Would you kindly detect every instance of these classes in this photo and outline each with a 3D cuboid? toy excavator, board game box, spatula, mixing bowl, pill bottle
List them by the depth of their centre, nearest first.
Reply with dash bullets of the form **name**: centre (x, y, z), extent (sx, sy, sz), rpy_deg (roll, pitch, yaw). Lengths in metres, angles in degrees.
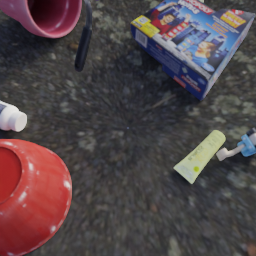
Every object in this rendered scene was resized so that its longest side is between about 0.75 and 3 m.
- **mixing bowl**: centre (-2.649, 1.249, 5.934), extent (2.656, 1.439, 2.656), rpy_deg (-1, 61, 1)
- **spatula**: centre (-0.893, -2.374, 6.129), extent (0.738, 2.610, 0.268), rpy_deg (35, 42, 21)
- **toy excavator**: centre (2.817, 0.501, 6.887), extent (1.012, 1.041, 0.520), rpy_deg (11, 46, -47)
- **pill bottle**: centre (-3.270, -0.326, 7.234), extent (1.189, 0.660, 0.660), rpy_deg (19, 63, 11)
- **board game box**: centre (2.148, -2.776, 8.441), extent (2.985, 0.921, 2.987), rpy_deg (-38, 67, -19)

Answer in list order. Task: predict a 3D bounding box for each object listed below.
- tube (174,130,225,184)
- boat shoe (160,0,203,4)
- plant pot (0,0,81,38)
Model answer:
- **tube**: centre (1.814, 0.668, 6.877), extent (1.465, 0.380, 0.425), rpy_deg (-43, 31, -15)
- **boat shoe**: centre (1.739, -4.146, 9.452), extent (1.577, 0.493, 0.561), rpy_deg (-18, 98, -9)
- **plant pot**: centre (-2.887, -4.029, 8.596), extent (1.980, 2.213, 2.213), rpy_deg (22, 62, 28)
